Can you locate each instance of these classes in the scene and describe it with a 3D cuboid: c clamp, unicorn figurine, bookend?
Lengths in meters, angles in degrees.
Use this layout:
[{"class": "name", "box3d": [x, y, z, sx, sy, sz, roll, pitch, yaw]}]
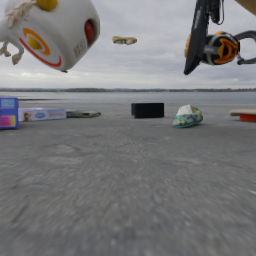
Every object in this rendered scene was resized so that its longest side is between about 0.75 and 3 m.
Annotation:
[{"class": "c clamp", "box3d": [3.847, -2.709, 9.498, 1.569, 1.837, 0.249, -19, -39, 7]}, {"class": "unicorn figurine", "box3d": [-2.525, -1.885, 5.488, 1.907, 1.310, 0.704, -28, 66, -40]}, {"class": "bookend", "box3d": [0.691, -0.816, 12.805, 1.447, 0.667, 1.438, -3, 6, -22]}]

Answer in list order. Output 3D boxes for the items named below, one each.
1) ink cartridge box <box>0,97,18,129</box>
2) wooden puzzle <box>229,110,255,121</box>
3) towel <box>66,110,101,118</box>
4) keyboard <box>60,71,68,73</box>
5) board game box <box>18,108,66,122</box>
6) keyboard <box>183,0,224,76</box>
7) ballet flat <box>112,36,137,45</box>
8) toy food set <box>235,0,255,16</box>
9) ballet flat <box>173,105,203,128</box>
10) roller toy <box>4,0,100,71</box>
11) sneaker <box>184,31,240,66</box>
[{"class": "ink cartridge box", "box3d": [-4.176, -0.469, 8.160, 1.689, 0.945, 2.475, -3, 5, -28]}, {"class": "wooden puzzle", "box3d": [5.339, -0.459, 10.503, 2.061, 0.515, 2.225, -2, 2, -24]}, {"class": "towel", "box3d": [-2.411, -0.647, 13.338, 1.888, 0.339, 1.961, 4, 5, 11]}, {"class": "keyboard", "box3d": [-3.325, -2.707, 11.606, 1.652, 0.170, 1.049, 30, 6, 22]}, {"class": "board game box", "box3d": [-4.088, -0.593, 11.799, 2.076, 0.428, 2.081, 5, 8, 40]}, {"class": "keyboard", "box3d": [1.572, -2.157, 5.462, 0.432, 2.180, 1.134, 11, -10, -3]}, {"class": "ballet flat", "box3d": [-0.140, -3.626, 11.796, 1.076, 0.339, 0.369, 3, -28, -9]}, {"class": "toy food set", "box3d": [3.091, -2.382, 5.403, 2.864, 0.697, 2.834, 34, 24, 5]}, {"class": "ballet flat", "box3d": [1.896, -0.407, 8.995, 0.717, 0.717, 1.932, 3, 6, 26]}, {"class": "roller toy", "box3d": [-2.362, -3.207, 8.782, 2.856, 1.995, 2.605, 6, -35, 53]}, {"class": "sneaker", "box3d": [2.385, -1.967, 7.175, 0.905, 0.917, 2.344, 24, 30, 37]}]
